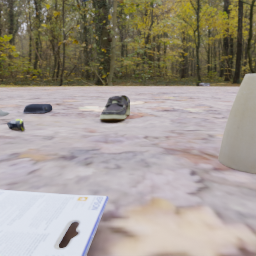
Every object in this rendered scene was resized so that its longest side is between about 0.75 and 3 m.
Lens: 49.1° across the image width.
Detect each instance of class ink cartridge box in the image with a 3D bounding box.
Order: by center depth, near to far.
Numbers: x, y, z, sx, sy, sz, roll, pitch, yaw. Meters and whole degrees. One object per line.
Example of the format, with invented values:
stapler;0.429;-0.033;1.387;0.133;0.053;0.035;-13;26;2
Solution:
ink cartridge box;-0.855;0.794;1.906;1.277;0.276;1.253;3;10;6

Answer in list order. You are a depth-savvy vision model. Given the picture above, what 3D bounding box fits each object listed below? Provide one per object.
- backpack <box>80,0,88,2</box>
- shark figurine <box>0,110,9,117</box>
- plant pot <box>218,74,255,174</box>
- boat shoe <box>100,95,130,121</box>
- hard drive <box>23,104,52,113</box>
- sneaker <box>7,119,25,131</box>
backpack;-0.628;-2.509;4.441;0.979;0.922;1.200;-40;6;-4
shark figurine;-4.444;-0.311;7.583;2.019;1.206;0.843;14;24;-41
plant pot;1.998;-0.123;4.106;1.224;1.307;1.224;0;9;0
boat shoe;-0.395;-0.664;8.825;0.808;0.715;2.206;1;10;7
hard drive;-3.388;-0.749;10.590;0.859;0.270;1.273;0;10;-1
sneaker;-2.730;-0.054;6.816;0.314;0.286;0.775;-14;8;-31
